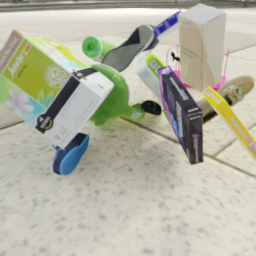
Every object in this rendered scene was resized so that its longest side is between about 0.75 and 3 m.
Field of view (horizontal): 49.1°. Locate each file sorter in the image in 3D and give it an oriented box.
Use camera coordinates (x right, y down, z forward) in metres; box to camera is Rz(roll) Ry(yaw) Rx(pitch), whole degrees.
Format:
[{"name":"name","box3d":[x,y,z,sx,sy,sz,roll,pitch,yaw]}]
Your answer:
[{"name":"file sorter","box3d":[3.356,-3.065,13.698,2.758,1.730,1.917,13,31,22]}]

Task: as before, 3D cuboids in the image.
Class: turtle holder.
[{"name":"turtle holder","box3d":[-0.723,-1.254,10.029,2.693,2.046,1.912,1,14,8]}]

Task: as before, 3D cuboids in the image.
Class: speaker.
[{"name":"speaker","box3d":[-1.162,-3.455,12.651,1.002,1.002,2.265,12,8,21]}]

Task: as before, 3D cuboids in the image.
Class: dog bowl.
[{"name":"dog bowl","box3d":[1.578,-3.874,10.594,1.261,0.497,1.261,-33,10,6]}]

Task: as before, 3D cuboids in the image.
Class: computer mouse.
[{"name":"computer mouse","box3d":[1.265,-0.532,10.110,1.798,0.306,0.527,21,46,-11]}]

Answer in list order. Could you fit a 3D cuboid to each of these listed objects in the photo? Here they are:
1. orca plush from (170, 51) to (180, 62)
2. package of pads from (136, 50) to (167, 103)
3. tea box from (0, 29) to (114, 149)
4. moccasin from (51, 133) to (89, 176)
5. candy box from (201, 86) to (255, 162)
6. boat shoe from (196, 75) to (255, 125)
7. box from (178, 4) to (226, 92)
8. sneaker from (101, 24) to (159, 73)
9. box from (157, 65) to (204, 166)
[{"name":"orca plush","box3d":[1.961,-2.770,11.370,0.928,0.330,0.488,50,23,24]},{"name":"package of pads","box3d":[1.318,-1.772,10.682,0.963,2.181,2.823,-39,13,17]},{"name":"tea box","box3d":[-2.020,-1.180,7.816,2.582,1.753,2.624,36,14,-6]},{"name":"moccasin","box3d":[-1.705,0.709,7.830,0.714,0.843,2.094,14,17,5]},{"name":"candy box","box3d":[2.473,0.045,6.304,0.282,2.139,1.093,-39,19,12]},{"name":"boat shoe","box3d":[3.133,-0.844,9.200,2.344,0.855,0.737,-29,41,12]},{"name":"box","box3d":[2.345,-2.508,8.987,0.949,2.440,1.159,-30,45,-16]},{"name":"sneaker","box3d":[0.192,-3.389,12.179,2.801,1.065,2.024,-34,7,28]},{"name":"box","box3d":[1.466,-0.418,7.964,0.453,1.795,2.511,-17,39,-3]}]
